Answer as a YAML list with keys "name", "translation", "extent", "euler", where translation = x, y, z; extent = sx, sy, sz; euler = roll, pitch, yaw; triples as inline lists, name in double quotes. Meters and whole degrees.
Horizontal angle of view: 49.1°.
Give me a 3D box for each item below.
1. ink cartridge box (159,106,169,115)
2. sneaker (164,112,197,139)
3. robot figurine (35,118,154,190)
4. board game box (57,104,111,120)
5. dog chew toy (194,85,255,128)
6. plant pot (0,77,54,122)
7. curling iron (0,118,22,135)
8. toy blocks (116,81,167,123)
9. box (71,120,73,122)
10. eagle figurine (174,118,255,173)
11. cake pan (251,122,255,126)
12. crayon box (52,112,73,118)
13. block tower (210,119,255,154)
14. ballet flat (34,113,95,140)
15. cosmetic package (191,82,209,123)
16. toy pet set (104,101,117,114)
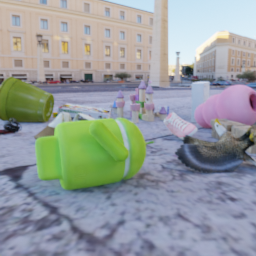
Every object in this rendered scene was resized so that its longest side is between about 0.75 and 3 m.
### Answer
- name: "ink cartridge box"
  translation: [2.027, -0.964, 15.486]
  extent: [0.169, 0.479, 0.803]
  euler: [-6, 12, -32]
- name: "sneaker"
  translation: [1.697, -0.103, 9.575]
  extent: [0.569, 0.790, 1.512]
  euler: [-43, 16, -9]
- name: "robot figurine"
  translation: [-0.655, 0.492, 5.636]
  extent: [2.271, 1.314, 1.993]
  euler: [-6, -8, -20]
- name: "board game box"
  translation: [-2.089, -0.761, 13.750]
  extent: [2.370, 0.410, 1.496]
  euler: [8, 12, 0]
- name: "dog chew toy"
  translation: [3.721, -0.662, 10.947]
  extent: [1.647, 1.647, 2.645]
  euler: [-8, -5, -37]
- name: "plant pot"
  translation: [-4.613, -1.119, 12.997]
  extent: [2.020, 2.098, 2.098]
  euler: [13, 12, 3]
- name: "curling iron"
  translation: [-5.078, 0.067, 9.855]
  extent: [2.607, 0.646, 0.333]
  euler: [-9, 36, -39]
- name: "toy blocks"
  translation: [0.743, -1.387, 13.878]
  extent: [2.275, 1.915, 2.126]
  euler: [-6, 12, -27]
- name: "box"
  translation: [-1.424, 0.097, 10.010]
  extent: [2.257, 0.450, 1.545]
  euler: [4, 12, 20]
- name: "eagle figurine"
  translation: [2.257, 0.482, 6.843]
  extent: [1.902, 1.435, 1.443]
  euler: [-27, -43, 20]
- name: "cake pan"
  translation: [5.489, -0.038, 10.986]
  extent: [1.904, 0.349, 1.904]
  euler: [0, 11, 0]
- name: "crayon box"
  translation: [-3.251, -0.671, 14.373]
  extent: [0.822, 0.278, 0.952]
  euler: [8, 12, 24]
- name: "block tower"
  translation: [3.477, 0.212, 8.952]
  extent: [0.629, 0.674, 2.331]
  euler: [-2, 13, -12]
- name: "ballet flat"
  translation: [-1.682, 0.051, 8.674]
  extent: [2.837, 1.026, 0.962]
  euler: [5, 6, 26]
- name: "cosmetic package"
  translation: [3.599, -1.339, 13.846]
  extent: [0.627, 1.830, 2.428]
  euler: [5, 11, 21]
- name: "toy pet set"
  translation: [-0.972, -1.186, 16.058]
  extent: [1.239, 0.705, 1.327]
  euler: [3, 12, 17]
